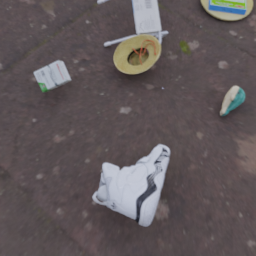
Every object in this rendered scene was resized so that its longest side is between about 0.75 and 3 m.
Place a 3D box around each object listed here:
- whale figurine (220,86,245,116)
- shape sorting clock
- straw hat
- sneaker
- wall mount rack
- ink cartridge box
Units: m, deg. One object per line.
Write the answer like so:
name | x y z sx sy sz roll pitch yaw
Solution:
whale figurine | 3.381 -0.813 9.066 0.549 0.842 1.058 29 83 7
shape sorting clock | 4.112 -5.334 11.737 2.182 0.428 2.182 1 64 -3
straw hat | 0.397 -2.432 9.960 1.709 0.723 1.709 -6 68 14
sneaker | 0.165 1.205 7.402 1.567 1.024 2.726 16 36 8
wall mount rack | 0.192 -4.089 10.373 2.375 1.019 2.733 -10 97 -9
ink cartridge box | -2.449 -1.669 9.111 0.962 0.399 0.705 -21 96 12
